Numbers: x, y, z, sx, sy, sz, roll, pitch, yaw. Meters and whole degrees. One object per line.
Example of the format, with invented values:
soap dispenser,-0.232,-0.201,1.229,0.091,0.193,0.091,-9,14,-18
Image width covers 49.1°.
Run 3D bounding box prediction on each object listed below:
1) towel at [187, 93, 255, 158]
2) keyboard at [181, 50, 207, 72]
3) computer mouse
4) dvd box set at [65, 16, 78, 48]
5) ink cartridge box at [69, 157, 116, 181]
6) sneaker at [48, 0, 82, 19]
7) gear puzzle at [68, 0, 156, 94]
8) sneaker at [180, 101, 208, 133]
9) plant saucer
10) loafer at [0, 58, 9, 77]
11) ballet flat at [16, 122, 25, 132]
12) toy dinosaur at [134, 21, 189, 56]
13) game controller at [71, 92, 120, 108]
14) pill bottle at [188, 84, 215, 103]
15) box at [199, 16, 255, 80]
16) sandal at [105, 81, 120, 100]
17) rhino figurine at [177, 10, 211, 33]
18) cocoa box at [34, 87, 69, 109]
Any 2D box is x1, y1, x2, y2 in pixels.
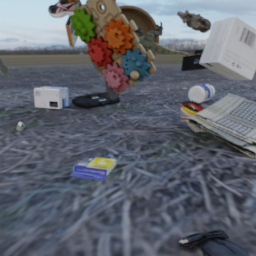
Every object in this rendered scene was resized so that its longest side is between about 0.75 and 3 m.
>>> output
towel,3.402,-0.254,8.388,2.434,0.420,2.344,-29,45,-33
keyboard,2.575,-2.464,10.139,1.335,0.802,0.171,2,-11,38
computer mouse,1.254,1.670,3.662,0.792,0.302,1.144,-4,17,-18
dvd box set,-2.234,-4.116,11.458,0.208,1.034,1.414,16,-18,1
ink cartridge box,-0.803,0.915,6.515,0.830,0.197,0.840,5,15,15
sneaker,-1.663,-3.302,7.476,1.315,0.568,0.528,13,45,33
gear puzzle,-0.659,-2.174,6.113,1.546,2.985,0.391,-23,14,46
sneaker,2.545,-0.166,9.291,0.773,0.816,1.987,-20,41,-29
plant saucer,-0.143,-2.726,9.115,2.413,2.413,0.355,-6,35,-19
loafer,-4.539,-2.200,10.089,0.292,0.777,0.271,-28,15,-25
ballet flat,-3.770,-0.078,9.841,0.264,0.249,0.783,-3,16,-16
toy dinosaur,0.475,-2.255,7.094,2.107,0.500,0.929,8,59,-5
game controller,-1.594,-1.386,14.221,1.298,0.524,2.488,31,32,34
pill bottle,3.927,-1.831,14.740,0.906,0.906,1.633,12,20,36
box,3.245,-2.399,8.688,1.455,1.462,0.956,19,3,-24
sandal,-0.479,-1.433,8.111,0.462,1.214,0.260,-15,19,-21
rhino figurine,2.451,-4.106,10.735,0.805,0.550,1.841,12,25,-37
cocoa box,-3.644,-1.453,13.395,1.382,0.921,0.907,5,17,18
